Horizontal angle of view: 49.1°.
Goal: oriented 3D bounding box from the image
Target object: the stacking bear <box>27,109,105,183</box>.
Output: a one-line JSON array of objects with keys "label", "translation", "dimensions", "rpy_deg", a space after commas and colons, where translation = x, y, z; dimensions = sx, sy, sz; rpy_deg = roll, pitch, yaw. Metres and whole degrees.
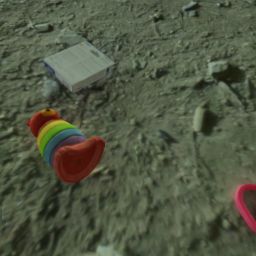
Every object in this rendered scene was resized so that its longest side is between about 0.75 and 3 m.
[{"label": "stacking bear", "translation": [-1.910, 0.302, 7.673], "dimensions": [1.394, 1.305, 2.295], "rpy_deg": [-18, 45, -38]}]

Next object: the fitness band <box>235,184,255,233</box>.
[{"label": "fitness band", "translation": [3.313, 2.021, 7.009], "dimensions": [0.996, 0.260, 1.387], "rpy_deg": [-16, 52, -9]}]

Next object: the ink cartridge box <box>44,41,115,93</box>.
[{"label": "ink cartridge box", "translation": [-1.796, -2.340, 10.435], "dimensions": [1.947, 0.422, 1.912], "rpy_deg": [-32, 58, -26]}]

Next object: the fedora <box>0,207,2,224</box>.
[{"label": "fedora", "translation": [-3.532, 2.353, 6.444], "dimensions": [1.490, 0.673, 1.318], "rpy_deg": [-3, 50, 2]}]
